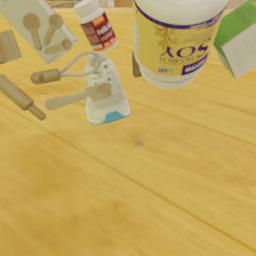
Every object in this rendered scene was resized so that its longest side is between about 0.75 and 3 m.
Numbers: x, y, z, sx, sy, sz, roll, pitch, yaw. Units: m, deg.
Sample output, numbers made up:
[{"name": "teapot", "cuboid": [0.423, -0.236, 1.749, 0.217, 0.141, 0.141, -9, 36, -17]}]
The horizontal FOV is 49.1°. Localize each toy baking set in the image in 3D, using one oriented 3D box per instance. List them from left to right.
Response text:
[{"name": "toy baking set", "cuboid": [-1.565, -1.112, 5.360, 1.847, 2.406, 0.280, -44, 5, 3]}]

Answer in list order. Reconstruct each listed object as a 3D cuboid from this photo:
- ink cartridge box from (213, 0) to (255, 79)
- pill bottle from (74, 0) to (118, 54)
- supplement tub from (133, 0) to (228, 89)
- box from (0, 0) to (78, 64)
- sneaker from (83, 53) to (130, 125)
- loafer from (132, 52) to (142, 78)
[{"name": "ink cartridge box", "cuboid": [2.356, -1.755, 4.635, 1.871, 0.971, 0.555, -34, 51, 16]}, {"name": "pill bottle", "cuboid": [-1.318, -4.204, 11.525, 1.144, 2.004, 1.144, -18, 36, 14]}, {"name": "supplement tub", "cuboid": [0.693, -1.496, 4.233, 1.249, 1.718, 1.249, -1, 64, 2]}, {"name": "box", "cuboid": [-2.782, -3.247, 8.179, 1.089, 2.652, 0.907, -37, 13, 14]}, {"name": "sneaker", "cuboid": [-0.683, -1.033, 7.156, 1.100, 1.162, 2.877, -15, 31, -5]}, {"name": "loafer", "cuboid": [0.637, -1.721, 6.213, 0.737, 0.831, 2.186, 9, 42, 11]}]
